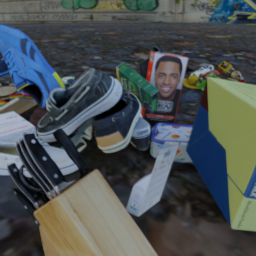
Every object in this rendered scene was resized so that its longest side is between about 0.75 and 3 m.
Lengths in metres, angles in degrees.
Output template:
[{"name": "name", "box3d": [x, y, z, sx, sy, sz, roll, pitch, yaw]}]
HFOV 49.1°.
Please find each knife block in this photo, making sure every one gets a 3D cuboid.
[{"name": "knife block", "box3d": [-0.600, 1.155, 3.914, 2.505, 2.199, 0.802, 17, 31, 32]}]

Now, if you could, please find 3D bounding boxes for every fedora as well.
[{"name": "fedora", "box3d": [1.070, -1.849, 10.606, 1.045, 2.288, 2.288, -20, 26, 3]}]

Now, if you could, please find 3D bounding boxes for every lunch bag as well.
[{"name": "lunch bag", "box3d": [1.450, 0.335, 7.483, 1.792, 0.677, 1.436, 7, 24, 12]}]

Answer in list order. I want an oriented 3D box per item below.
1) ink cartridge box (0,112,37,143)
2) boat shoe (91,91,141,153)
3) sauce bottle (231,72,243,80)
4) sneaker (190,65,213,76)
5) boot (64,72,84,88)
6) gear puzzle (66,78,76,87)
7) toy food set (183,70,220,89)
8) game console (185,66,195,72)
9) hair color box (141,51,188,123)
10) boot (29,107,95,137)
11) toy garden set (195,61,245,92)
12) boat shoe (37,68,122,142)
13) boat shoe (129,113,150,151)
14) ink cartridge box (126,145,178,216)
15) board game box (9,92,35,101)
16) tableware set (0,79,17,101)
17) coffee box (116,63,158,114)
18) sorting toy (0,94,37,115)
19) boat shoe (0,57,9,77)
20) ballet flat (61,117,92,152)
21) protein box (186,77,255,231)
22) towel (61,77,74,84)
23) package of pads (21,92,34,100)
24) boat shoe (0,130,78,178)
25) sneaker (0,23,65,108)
[{"name": "ink cartridge box", "box3d": [-3.411, 0.150, 7.884, 1.114, 0.629, 1.521, -21, 32, -37]}, {"name": "boat shoe", "box3d": [-0.302, -0.443, 7.251, 1.061, 0.885, 2.844, -17, 24, 16]}, {"name": "sauce bottle", "box3d": [5.496, -2.585, 14.105, 0.287, 0.287, 0.871, -4, 23, -9]}, {"name": "sneaker", "box3d": [3.779, -2.871, 14.382, 1.627, 0.590, 0.585, -21, 33, -35]}, {"name": "boot", "box3d": [-2.370, -1.857, 12.089, 1.550, 0.617, 1.880, -23, 22, -4]}, {"name": "gear puzzle", "box3d": [-1.655, -1.294, 9.576, 0.604, 0.153, 1.167, 2, 46, -46]}, {"name": "toy food set", "box3d": [3.629, -2.366, 13.134, 2.177, 0.711, 1.281, -9, 27, -19]}, {"name": "game console", "box3d": [3.280, -3.253, 15.780, 0.667, 0.441, 0.758, -33, 28, 2]}, {"name": "hair color box", "box3d": [1.111, -1.281, 8.985, 1.080, 2.128, 0.652, 5, 21, -8]}, {"name": "boot", "box3d": [-1.823, -0.609, 8.931, 2.420, 0.777, 2.255, 0, 43, 9]}, {"name": "toy garden set", "box3d": [3.810, -1.963, 11.435, 1.636, 0.392, 1.963, -37, 33, 6]}, {"name": "boat shoe", "box3d": [-1.491, -0.613, 6.933, 2.942, 1.043, 1.060, -29, 39, 32]}, {"name": "boat shoe", "box3d": [0.181, 0.013, 8.005, 0.789, 0.730, 2.136, -14, 22, -13]}, {"name": "ink cartridge box", "box3d": [0.445, 0.844, 4.930, 0.301, 1.200, 0.966, 20, 12, 26]}, {"name": "board game box", "box3d": [-3.821, -1.432, 11.433, 2.005, 0.390, 1.584, -6, 29, -13]}, {"name": "tableware set", "box3d": [-5.417, -1.460, 11.535, 2.259, 0.453, 1.493, 18, 35, 36]}, {"name": "coffee box", "box3d": [0.266, -1.182, 8.429, 0.338, 0.945, 1.536, -38, 64, -18]}, {"name": "sorting toy", "box3d": [-3.714, -0.771, 9.155, 1.050, 0.365, 1.043, -27, -8, 14]}, {"name": "boat shoe", "box3d": [-5.427, -2.684, 11.894, 2.571, 0.883, 1.082, -33, 16, -21]}, {"name": "ballet flat", "box3d": [-1.249, 0.283, 7.555, 0.448, 0.474, 1.408, 27, 53, 12]}, {"name": "protein box", "box3d": [2.920, 0.416, 5.262, 2.702, 1.823, 2.682, 8, 21, -8]}, {"name": "towel", "box3d": [-2.960, -2.195, 13.444, 1.075, 0.165, 1.410, 20, 30, 34]}, {"name": "package of pads", "box3d": [-3.518, -1.600, 10.233, 0.666, 1.061, 1.761, -35, 34, -26]}, {"name": "boat shoe", "box3d": [-2.281, 0.543, 6.634, 2.305, 0.983, 0.852, 2, 25, 4]}, {"name": "sneaker", "box3d": [-3.202, -1.873, 8.493, 0.968, 2.936, 1.151, -33, 9, 43]}]
